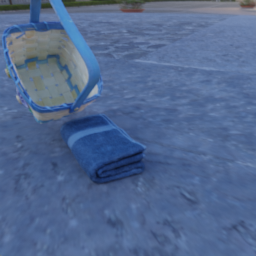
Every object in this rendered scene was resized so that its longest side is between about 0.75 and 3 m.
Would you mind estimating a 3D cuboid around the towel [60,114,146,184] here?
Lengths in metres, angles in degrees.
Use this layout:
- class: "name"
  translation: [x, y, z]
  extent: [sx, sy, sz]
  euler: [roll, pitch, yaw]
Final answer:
- class: "towel"
  translation: [-0.659, 0.311, 6.267]
  extent: [1.307, 0.568, 2.341]
  euler: [-14, 30, -24]

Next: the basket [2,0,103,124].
- class: "basket"
  translation: [-1.629, -1.431, 6.294]
  extent: [1.965, 2.825, 2.491]
  euler: [-20, 74, -34]
